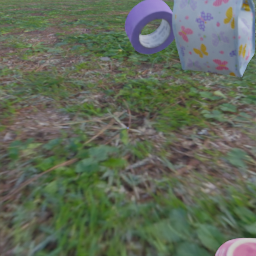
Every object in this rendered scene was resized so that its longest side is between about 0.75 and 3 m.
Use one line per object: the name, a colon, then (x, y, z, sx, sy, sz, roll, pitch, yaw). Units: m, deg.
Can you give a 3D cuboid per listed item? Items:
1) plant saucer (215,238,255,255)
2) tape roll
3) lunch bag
plant saucer: (1.911, 2.118, 4.124, 1.239, 0.314, 1.239, -1, 31, 0)
tape roll: (0.723, -3.113, 8.719, 1.534, 1.534, 0.652, -10, 57, -17)
lunch bag: (1.355, -1.543, 4.381, 1.090, 1.285, 0.817, 16, 61, 36)
